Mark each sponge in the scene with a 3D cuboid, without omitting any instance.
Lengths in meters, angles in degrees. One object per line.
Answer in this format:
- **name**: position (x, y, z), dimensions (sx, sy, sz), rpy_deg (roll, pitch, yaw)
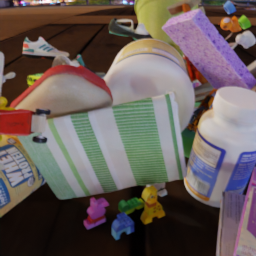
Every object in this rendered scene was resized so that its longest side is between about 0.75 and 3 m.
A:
- **sponge**: position (1.612, -1.460, 5.591), dimensions (0.289, 1.936, 1.080), rpy_deg (-52, 24, -6)

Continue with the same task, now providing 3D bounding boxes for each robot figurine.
- **robot figurine**: position (1.824, -0.382, 6.649), dimensions (0.346, 0.862, 1.189), rpy_deg (36, 83, 22)

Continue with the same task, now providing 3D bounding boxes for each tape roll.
- **tape roll**: position (2.265, 0.040, 7.639), dimensions (2.496, 0.600, 2.496), rpy_deg (-1, 29, 0)

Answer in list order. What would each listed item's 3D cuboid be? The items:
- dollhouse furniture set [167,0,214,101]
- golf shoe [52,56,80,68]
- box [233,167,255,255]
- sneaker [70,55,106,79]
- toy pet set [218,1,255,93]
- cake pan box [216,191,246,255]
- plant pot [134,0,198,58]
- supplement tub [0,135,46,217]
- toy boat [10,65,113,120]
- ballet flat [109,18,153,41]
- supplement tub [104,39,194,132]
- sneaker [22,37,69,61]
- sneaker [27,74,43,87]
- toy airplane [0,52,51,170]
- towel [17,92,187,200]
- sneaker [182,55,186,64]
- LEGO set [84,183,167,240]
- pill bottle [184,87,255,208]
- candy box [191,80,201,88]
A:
- **dollhouse furniture set**: position (2.021, -2.167, 8.805), dimensions (1.410, 2.736, 2.707), rpy_deg (-15, -11, 22)
- **golf shoe**: position (-1.318, -1.320, 6.237), dimensions (0.481, 1.228, 0.597), rpy_deg (8, 69, 7)
- **box**: position (2.882, 1.564, 3.449), dimensions (2.821, 0.551, 1.930), rpy_deg (15, 31, 24)
- **sneaker**: position (-1.862, -2.492, 11.822), dimensions (1.878, 1.134, 0.785), rpy_deg (-7, 29, -12)
- **toy pet set**: position (2.433, -1.238, 6.020), dimensions (1.081, 1.901, 2.036), rpy_deg (-35, 58, 17)
- **cake pan box**: position (2.409, 2.097, 3.735), dimensions (2.398, 0.681, 2.604), rpy_deg (7, 29, 16)
- **plant pot**: position (1.437, -3.926, 11.420), dimensions (2.642, 2.642, 2.429), rpy_deg (5, 70, 9)
- **supplement tub**: position (-2.519, 0.950, 5.155), dimensions (1.329, 1.329, 1.837), rpy_deg (15, 32, 25)
- **toy boat**: position (-1.251, -0.580, 5.100), dimensions (1.294, 1.983, 1.296), rpy_deg (28, 44, -41)
- **ballet flat**: position (0.151, -2.888, 8.323), dimensions (1.479, 0.506, 0.503), rpy_deg (15, 39, -5)
- **supplement tub**: position (0.503, -1.088, 7.184), dimensions (2.101, 2.101, 2.905), rpy_deg (3, 27, 5)
- **sneaker**: position (-2.067, -2.021, 7.088), dimensions (1.151, 0.538, 0.405), rpy_deg (2, -1, -14)
- **sneaker**: position (-3.176, -1.837, 11.059), dimensions (1.899, 0.703, 0.793), rpy_deg (18, 37, 31)
- **toy airplane**: position (-1.751, -0.086, 3.551), dimensions (0.934, 1.318, 1.324), rpy_deg (12, 52, 26)
- **towel**: position (-0.336, 0.439, 4.954), dimensions (2.601, 1.984, 0.304), rpy_deg (-12, 39, 6)
- **sneaker**: position (2.570, -2.576, 12.486), dimensions (1.034, 0.973, 2.525), rpy_deg (-28, 29, -13)
- **LEGO set**: position (0.145, 1.337, 5.054), dimensions (1.789, 0.734, 0.682), rpy_deg (-16, 33, -29)
- **pill bottle**: position (1.843, 0.363, 5.304), dimensions (1.189, 2.123, 1.189), rpy_deg (5, 32, -3)
- **candy box**: position (2.533, -1.840, 11.397), dimensions (1.071, 0.383, 0.899), rpy_deg (-8, 29, -14)
